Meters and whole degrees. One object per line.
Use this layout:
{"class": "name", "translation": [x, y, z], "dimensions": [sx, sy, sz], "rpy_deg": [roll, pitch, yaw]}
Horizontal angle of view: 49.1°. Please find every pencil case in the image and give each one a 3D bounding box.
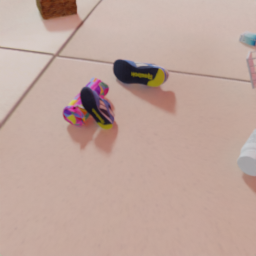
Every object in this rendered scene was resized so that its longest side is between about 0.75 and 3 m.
{"class": "pencil case", "translation": [-1.386, -0.890, 9.367], "dimensions": [0.865, 0.865, 1.956], "rpy_deg": [17, 48, 16]}

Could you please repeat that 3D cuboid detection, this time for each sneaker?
{"class": "sneaker", "translation": [0.465, -2.047, 10.490], "dimensions": [2.326, 0.860, 0.957], "rpy_deg": [21, 26, 28]}
{"class": "sneaker", "translation": [-0.953, -0.688, 8.865], "dimensions": [0.574, 1.553, 0.639], "rpy_deg": [-16, 29, 34]}

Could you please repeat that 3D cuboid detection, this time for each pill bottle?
{"class": "pill bottle", "translation": [3.710, 0.616, 7.881], "dimensions": [0.836, 0.836, 1.474], "rpy_deg": [31, 53, 26]}

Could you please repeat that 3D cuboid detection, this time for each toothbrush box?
{"class": "toothbrush box", "translation": [5.570, -4.069, 12.741], "dimensions": [0.588, 0.342, 0.803], "rpy_deg": [-34, 52, -31]}

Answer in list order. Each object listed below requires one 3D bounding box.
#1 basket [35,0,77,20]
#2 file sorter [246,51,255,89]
{"class": "basket", "translation": [-3.795, -6.698, 14.581], "dimensions": [1.968, 1.405, 1.466], "rpy_deg": [-17, 49, -16]}
{"class": "file sorter", "translation": [4.501, -2.029, 9.486], "dimensions": [0.691, 1.110, 0.770], "rpy_deg": [-7, 28, 34]}
